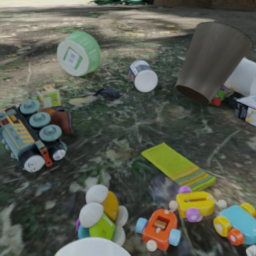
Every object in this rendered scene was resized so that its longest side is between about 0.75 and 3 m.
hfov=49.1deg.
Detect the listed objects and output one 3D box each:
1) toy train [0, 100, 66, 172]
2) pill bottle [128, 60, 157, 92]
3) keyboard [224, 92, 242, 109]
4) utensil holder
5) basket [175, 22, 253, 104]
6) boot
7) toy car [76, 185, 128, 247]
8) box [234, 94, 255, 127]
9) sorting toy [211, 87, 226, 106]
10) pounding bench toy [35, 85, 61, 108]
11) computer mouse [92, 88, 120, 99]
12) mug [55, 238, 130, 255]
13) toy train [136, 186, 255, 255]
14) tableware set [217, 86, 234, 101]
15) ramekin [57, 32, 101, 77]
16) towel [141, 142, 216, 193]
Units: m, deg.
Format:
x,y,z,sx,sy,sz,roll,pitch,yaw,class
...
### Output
x,y,z,sx,sy,sz,roll,pitch,yaw,class
-3.091,0.231,8.771,1.577,1.179,2.767,-31,53,-23,toy train
0.659,-2.703,14.019,1.135,1.135,2.138,-5,31,-9,pill bottle
4.604,-1.200,12.396,0.873,0.332,1.678,29,33,3,keyboard
5.510,-2.257,12.856,1.561,1.561,1.837,-11,33,-19,utensil holder
3.367,-2.656,11.887,2.593,2.876,1.956,28,-3,32,basket
-3.259,-0.127,9.868,2.375,0.813,2.236,-15,33,-24,boot
-0.671,1.997,6.086,0.977,1.141,1.303,-29,23,21,toy car
5.428,-0.441,10.471,1.425,0.735,2.443,-16,34,-25,box
3.929,-1.385,12.296,1.103,0.382,0.380,-55,20,-24,sorting toy
-3.617,-1.270,11.913,1.173,0.728,0.915,-19,33,-29,pounding bench toy
-0.953,-1.652,13.002,1.280,0.337,0.886,16,32,25,computer mouse
-0.795,2.675,3.990,2.407,1.928,1.976,5,22,-4,mug
1.587,2.211,5.929,2.589,0.720,1.945,9,32,22,toy train
4.241,-1.502,12.348,0.896,0.179,0.592,-33,14,33,tableware set
-2.688,-3.873,15.006,2.262,2.262,1.105,13,37,21,ramekin
1.417,1.117,8.285,0.971,0.204,2.255,-17,34,-29,towel
